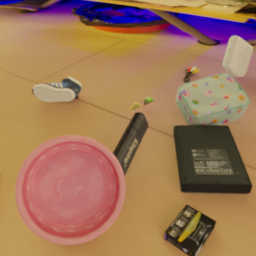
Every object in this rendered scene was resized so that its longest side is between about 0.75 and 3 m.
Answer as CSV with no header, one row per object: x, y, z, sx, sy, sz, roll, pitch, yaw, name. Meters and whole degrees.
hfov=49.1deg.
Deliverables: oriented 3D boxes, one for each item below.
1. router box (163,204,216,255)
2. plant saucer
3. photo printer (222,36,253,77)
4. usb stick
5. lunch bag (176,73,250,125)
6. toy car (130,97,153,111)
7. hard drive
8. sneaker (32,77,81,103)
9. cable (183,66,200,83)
1.452,2.395,6.565,0.819,0.272,1.042,27,45,31,router box
-1.314,1.409,6.592,2.460,2.460,0.623,-8,-2,-10,plant saucer
4.998,-3.190,12.836,1.325,1.592,0.553,19,-4,-31,photo printer
-0.051,0.633,8.229,0.462,0.786,2.835,4,43,26,usb stick
3.021,-1.011,10.165,2.327,0.897,1.867,-16,53,-11,lunch bag
0.621,-0.963,10.347,1.013,0.226,0.953,-25,1,-27,toy car
2.378,0.819,8.400,1.838,0.433,2.634,0,37,4,hard drive
-2.845,-1.652,11.604,1.833,0.738,1.342,7,34,10,sneaker
2.819,-2.543,13.082,0.637,0.330,1.311,23,43,27,cable
